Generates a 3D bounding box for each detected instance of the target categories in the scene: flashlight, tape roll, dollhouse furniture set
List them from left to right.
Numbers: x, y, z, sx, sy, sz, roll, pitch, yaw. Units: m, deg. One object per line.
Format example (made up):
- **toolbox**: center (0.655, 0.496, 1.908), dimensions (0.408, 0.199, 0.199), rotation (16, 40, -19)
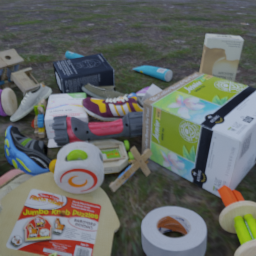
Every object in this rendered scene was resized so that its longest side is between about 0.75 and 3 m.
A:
- **dollhouse furniture set**: center (-5.176, -1.943, 12.341), dimensions (2.326, 1.639, 1.630), rotation (47, 49, 12)
- **flashlight**: center (-0.868, -0.053, 8.878), dimensions (2.897, 0.984, 0.981), rotation (-8, 4, -4)
- **tape roll**: center (0.970, 2.279, 5.994), dimensions (1.377, 0.455, 1.377), rotation (-3, 21, 1)

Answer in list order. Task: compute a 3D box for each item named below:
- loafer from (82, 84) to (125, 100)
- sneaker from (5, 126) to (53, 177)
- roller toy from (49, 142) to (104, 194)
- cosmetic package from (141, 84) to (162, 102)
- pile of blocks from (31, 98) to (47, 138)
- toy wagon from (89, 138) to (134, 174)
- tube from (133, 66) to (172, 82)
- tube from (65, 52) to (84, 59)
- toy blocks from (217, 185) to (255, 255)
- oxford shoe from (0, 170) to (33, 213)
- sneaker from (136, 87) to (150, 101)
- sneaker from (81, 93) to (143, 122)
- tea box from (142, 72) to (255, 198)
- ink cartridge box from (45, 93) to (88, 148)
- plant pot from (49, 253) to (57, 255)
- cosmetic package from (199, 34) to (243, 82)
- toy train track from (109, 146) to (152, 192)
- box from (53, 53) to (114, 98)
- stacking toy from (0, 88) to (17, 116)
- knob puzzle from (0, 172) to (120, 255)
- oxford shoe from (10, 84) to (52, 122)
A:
- **loafer**: center (-0.794, -1.236, 11.214), dimensions (2.438, 0.917, 0.849), rotation (27, 73, 24)
- **sneaker**: center (-3.032, 0.726, 8.481), dimensions (1.037, 0.887, 2.502), rotation (-10, 33, -41)
- **roller toy**: center (-1.144, 0.926, 6.596), dimensions (1.112, 1.219, 0.851), rotation (33, 30, -30)
- **cosmetic package**: center (1.233, -0.888, 10.433), dimensions (1.393, 0.749, 0.591), rotation (33, 53, 5)
- **pile of blocks**: center (-3.185, -0.344, 9.866), dimensions (0.485, 0.641, 1.562), rotation (-7, 58, -2)
- **toy wagon**: center (-0.731, 0.711, 8.728), dimensions (1.565, 0.399, 2.017), rotation (-5, 28, -10)
- **tube**: center (1.268, -2.916, 14.455), dimensions (0.862, 0.561, 2.225), rotation (-16, 30, -38)
- **tube**: center (-2.927, -4.128, 16.490), dimensions (1.622, 0.409, 0.628), rotation (19, 44, 20)
- **toy blocks**: center (3.180, 1.772, 6.517), dimensions (2.314, 1.008, 2.777), rotation (-2, 31, 2)
- **oxford shoe**: center (-2.899, 1.974, 6.228), dimensions (1.066, 1.022, 2.888), rotation (12, 35, 14)
- **sneaker**: center (1.470, -1.236, 11.457), dimensions (2.413, 0.875, 1.376), rotation (13, 31, 20)
- **sneaker**: center (-0.257, -0.789, 9.781), dimensions (2.661, 1.199, 0.997), rotation (17, 28, -11)
- **tea box**: center (2.423, -0.027, 8.420), dimensions (2.940, 1.997, 2.989), rotation (25, 40, 35)
- **ink cartridge box**: center (-2.158, -0.355, 10.048), dimensions (1.442, 0.829, 2.463), rotation (-5, 33, -8)
- **plant pot**: center (-1.422, 2.871, 4.517), dimensions (1.176, 1.176, 1.117), rotation (-26, 82, -34)
- **cosmetic package**: center (3.223, -2.076, 10.090), dimensions (1.245, 2.367, 0.841), rotation (6, 28, 9)
- **toy train track**: center (0.055, 1.163, 7.881), dimensions (1.669, 0.957, 0.272), rotation (-41, 18, -31)
- **box**: center (-1.959, -2.242, 12.408), dimensions (2.287, 1.224, 1.697), rotation (-15, 42, -17)
- **stacking toy**: center (-5.714, -0.871, 10.786), dimensions (2.538, 1.084, 1.084), rotation (-6, 33, -3)
- **knob puzzle**: center (-1.516, 2.008, 6.341), dimensions (2.953, 0.409, 2.953), rotation (12, 38, -9)
- **oxford shoe**: center (-3.795, -0.985, 10.688), dimensions (1.904, 0.550, 0.716), rotation (-42, 33, -5)
